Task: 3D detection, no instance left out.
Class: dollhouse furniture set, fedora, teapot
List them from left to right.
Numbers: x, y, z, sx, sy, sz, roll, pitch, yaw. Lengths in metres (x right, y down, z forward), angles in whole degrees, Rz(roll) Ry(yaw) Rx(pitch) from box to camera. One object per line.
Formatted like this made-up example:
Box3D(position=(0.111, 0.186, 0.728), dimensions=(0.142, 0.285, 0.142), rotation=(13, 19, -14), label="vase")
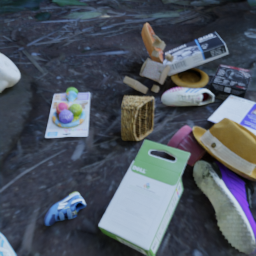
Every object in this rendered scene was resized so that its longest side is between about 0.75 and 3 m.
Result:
Box3D(position=(-6.059, -2.517, 12.936), dimensions=(1.336, 1.805, 1.829), rotation=(-37, 15, 11), label="teapot")
Box3D(position=(1.027, -2.716, 12.261), dimensions=(1.241, 2.394, 1.060), rotation=(30, 6, 33), label="dollhouse furniture set")
Box3D(position=(2.789, -2.108, 12.911), dimensions=(1.835, 0.748, 1.835), rotation=(0, 41, 0), label="fedora")
Box3D(position=(3.324, 0.482, 8.757), dimensions=(2.724, 1.111, 2.724), rotation=(29, 17, -10), label="fedora")

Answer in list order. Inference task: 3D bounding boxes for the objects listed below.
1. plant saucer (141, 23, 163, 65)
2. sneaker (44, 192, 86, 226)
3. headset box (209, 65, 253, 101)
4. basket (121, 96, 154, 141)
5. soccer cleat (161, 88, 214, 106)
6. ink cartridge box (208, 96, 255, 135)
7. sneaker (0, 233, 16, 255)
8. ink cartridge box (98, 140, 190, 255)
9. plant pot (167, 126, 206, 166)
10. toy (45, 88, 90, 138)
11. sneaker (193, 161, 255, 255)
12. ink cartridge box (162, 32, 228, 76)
Box3D(position=(1.293, -4.033, 14.153), dimensions=(0.459, 2.454, 2.454), rotation=(-22, 37, 17), label="plant saucer")
Box3D(position=(-1.758, 2.334, 7.864), dimensions=(0.524, 0.471, 1.273), rotation=(34, 51, 31), label="sneaker")
Box3D(position=(4.713, -2.076, 12.830), dimensions=(1.545, 0.802, 2.076), rotation=(17, 42, 19), label="headset box")
Box3D(position=(0.353, -0.285, 10.072), dimensions=(1.148, 1.542, 1.100), rotation=(4, 32, 5), label="basket")
Box3D(position=(2.546, -1.296, 11.796), dimensions=(2.221, 0.776, 0.959), rotation=(-6, 19, -10), label="soccer cleat")
Box3D(position=(4.535, -0.331, 10.962), dimensions=(2.158, 0.473, 2.179), rotation=(26, 47, 32), label="ink cartridge box")
Box3D(position=(-3.203, 3.059, 7.023), dimensions=(0.465, 0.440, 1.151), rotation=(-33, 48, -30), label="sneaker")
Box3D(position=(0.549, 1.788, 7.513), dimensions=(1.428, 0.816, 2.751), rotation=(16, 60, 27), label="ink cartridge box")
Box3D(position=(1.993, 0.677, 9.419), dimensions=(1.155, 1.155, 1.034), rotation=(-33, 65, -33), label="plant pot")
Box3D(position=(-2.419, -0.769, 11.400), dimensions=(1.599, 0.656, 2.778), rotation=(-3, 40, -2), label="toy")
Box3D(position=(3.074, 1.999, 7.870), dimensions=(1.420, 0.992, 2.855), rotation=(0, 43, -20), label="sneaker")
Box3D(position=(3.017, -3.648, 13.378), dimensions=(2.788, 0.611, 2.814), rotation=(-19, 27, 15), label="ink cartridge box")
